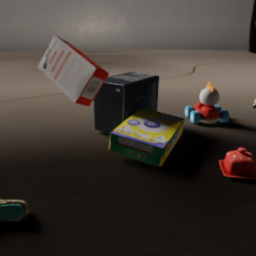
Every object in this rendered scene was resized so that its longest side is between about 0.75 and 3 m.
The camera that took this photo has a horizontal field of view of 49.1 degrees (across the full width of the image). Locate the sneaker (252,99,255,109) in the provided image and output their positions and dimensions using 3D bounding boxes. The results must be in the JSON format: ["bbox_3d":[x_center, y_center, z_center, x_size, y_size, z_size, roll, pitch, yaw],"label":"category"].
[{"bbox_3d":[5.758,-1.031,12.409,0.578,0.501,1.304,-6,17,6],"label":"sneaker"}]

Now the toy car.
[{"bbox_3d":[3.065,-1.042,10.805,1.403,1.523,1.347,-2,20,-6],"label":"toy car"}]

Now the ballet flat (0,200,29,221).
[{"bbox_3d":[-2.595,1.552,5.277,1.412,0.479,0.532,2,-4,-10],"label":"ballet flat"}]

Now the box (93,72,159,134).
[{"bbox_3d":[-0.018,-0.927,9.985,1.274,1.765,2.379,14,23,30],"label":"box"}]

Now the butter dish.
[{"bbox_3d":[2.772,0.808,6.910,0.885,0.656,0.887,4,20,8],"label":"butter dish"}]

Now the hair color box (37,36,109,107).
[{"bbox_3d":[-1.511,-1.538,7.514,1.904,1.056,0.609,42,16,27],"label":"hair color box"}]

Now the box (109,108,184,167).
[{"bbox_3d":[0.712,0.104,8.452,1.562,0.644,2.663,16,25,18],"label":"box"}]
